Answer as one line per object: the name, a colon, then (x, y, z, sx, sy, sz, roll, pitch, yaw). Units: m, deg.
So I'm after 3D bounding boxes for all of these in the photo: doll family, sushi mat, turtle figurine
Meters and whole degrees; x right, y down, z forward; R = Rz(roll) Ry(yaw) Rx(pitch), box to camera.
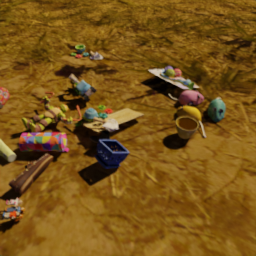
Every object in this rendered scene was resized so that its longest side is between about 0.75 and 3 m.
doll family: (-3.218, 2.382, 7.949, 0.515, 0.374, 0.830, 3, 25, -16)
sushi mat: (-0.594, -0.314, 11.070, 2.300, 0.139, 1.101, -22, 31, -33)
turtle figurine: (-3.162, -0.511, 11.120, 2.402, 0.774, 1.937, 37, 52, 28)

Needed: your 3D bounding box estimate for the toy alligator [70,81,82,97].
toy alligator: (-2.407, -1.825, 13.107, 0.459, 0.333, 1.385, 13, 39, -38)

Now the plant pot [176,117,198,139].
plant pot: (2.169, 0.062, 10.568, 0.837, 0.594, 0.837, 3, 39, -3)

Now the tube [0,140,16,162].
tube: (-4.446, 0.770, 9.935, 1.272, 0.330, 0.369, 29, 42, 31)

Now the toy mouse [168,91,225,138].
toy mouse: (3.162, -1.049, 11.962, 2.611, 0.569, 2.938, -23, 45, -26)

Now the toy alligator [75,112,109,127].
toy alligator: (-1.466, -0.449, 11.387, 1.540, 0.370, 0.510, -24, 46, -26)

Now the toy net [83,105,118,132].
toy net: (-0.874, -0.290, 10.551, 1.022, 0.376, 1.948, -14, 35, -33)

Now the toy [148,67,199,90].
toy: (2.237, -2.547, 13.501, 1.313, 0.538, 2.281, -13, 42, -43)

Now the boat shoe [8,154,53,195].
boat shoe: (-3.078, 1.357, 8.934, 0.567, 0.567, 1.612, 31, 45, 8)

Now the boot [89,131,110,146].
boot: (-1.022, 0.286, 10.304, 0.871, 0.602, 0.337, 12, 41, 16)

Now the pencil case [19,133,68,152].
pencil case: (-2.984, 0.539, 9.932, 1.646, 0.727, 0.727, 2, 39, 3)

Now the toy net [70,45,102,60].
toy net: (-2.360, -4.266, 16.074, 1.906, 0.368, 1.000, 22, 44, 24)

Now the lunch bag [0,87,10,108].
lunch bag: (-5.869, -1.335, 12.190, 1.129, 0.463, 0.995, 14, 59, 7)

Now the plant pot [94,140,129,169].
plant pot: (-0.593, 0.901, 9.323, 0.811, 0.729, 0.811, 4, 28, -47)

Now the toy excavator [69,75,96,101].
toy excavator: (-2.088, -1.888, 12.468, 0.652, 1.306, 1.270, -46, 12, 0)
